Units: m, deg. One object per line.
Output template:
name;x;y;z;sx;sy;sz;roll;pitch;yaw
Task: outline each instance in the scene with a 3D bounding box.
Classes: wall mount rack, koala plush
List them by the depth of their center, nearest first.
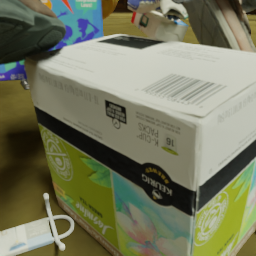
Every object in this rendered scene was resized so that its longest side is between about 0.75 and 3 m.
wall mount rack;-1.331;1.399;3.596;1.350;0.503;1.173;-12;29;-22
koala plush;2.584;-2.363;4.594;1.443;1.326;1.280;-8;-16;5

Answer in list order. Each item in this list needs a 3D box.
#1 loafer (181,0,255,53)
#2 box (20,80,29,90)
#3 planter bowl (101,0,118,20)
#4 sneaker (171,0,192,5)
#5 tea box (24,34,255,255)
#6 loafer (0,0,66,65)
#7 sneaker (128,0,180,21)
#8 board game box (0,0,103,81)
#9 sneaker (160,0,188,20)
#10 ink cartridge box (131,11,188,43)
loafer;1.295;-2.029;4.301;0.871;0.996;2.770;-25;66;1
box;-3.375;-1.664;10.141;0.879;0.220;0.886;-12;29;-26
planter bowl;-1.196;-4.199;8.846;2.782;2.782;1.159;-11;70;-22
sneaker;1.047;-1.787;3.242;1.815;1.033;0.685;28;-12;-15
tea box;0.244;0.297;3.538;1.663;2.448;2.488;-29;37;-35
loafer;-1.254;-1.163;2.720;0.971;0.850;2.702;-25;13;0
sneaker;0.816;-3.636;7.855;1.626;0.657;0.939;15;-7;6
board game box;-1.317;-1.977;4.445;1.781;2.342;0.527;-5;16;-7
sneaker;1.495;-2.961;6.865;1.411;0.624;0.531;-1;-9;6
ink cartridge box;0.894;-3.483;9.143;1.126;0.651;1.937;-5;42;-32
